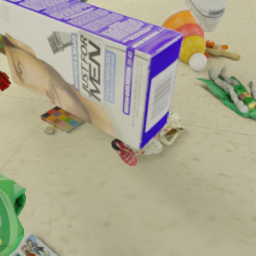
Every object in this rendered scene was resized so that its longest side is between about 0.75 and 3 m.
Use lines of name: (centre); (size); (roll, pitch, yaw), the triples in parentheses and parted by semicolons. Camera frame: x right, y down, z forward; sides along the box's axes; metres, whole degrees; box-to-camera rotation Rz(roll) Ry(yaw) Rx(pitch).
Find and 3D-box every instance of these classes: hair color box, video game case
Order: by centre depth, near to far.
hair color box: (-0.630, -0.902, 3.879); (2.527, 1.381, 0.819); (28, 47, 25)
video game case: (-1.843, 2.975, 4.679); (1.759, 0.212, 1.930); (26, 46, 28)

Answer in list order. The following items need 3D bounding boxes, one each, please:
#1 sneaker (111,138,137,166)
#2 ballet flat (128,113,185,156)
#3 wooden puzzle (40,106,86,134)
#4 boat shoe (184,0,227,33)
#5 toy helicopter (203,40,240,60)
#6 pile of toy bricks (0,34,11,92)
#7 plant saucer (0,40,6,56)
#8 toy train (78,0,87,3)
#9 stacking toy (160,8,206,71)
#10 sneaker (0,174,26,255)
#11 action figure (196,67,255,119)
sneaker: (-0.046, 0.509, 5.808); (0.306, 0.284, 0.759); (-40, 51, -1)
ballet flat: (0.837, 0.269, 7.665); (2.125, 0.804, 0.679); (-35, 78, -30)
wooden puzzle: (-1.881, -0.408, 8.898); (1.244, 0.147, 2.097); (26, 46, 28)
boat shoe: (2.032, -4.022, 8.409); (1.037, 1.021, 2.923); (-14, 59, -7)
toy helicopter: (4.096, -3.368, 12.338); (1.674, 0.660, 1.107); (24, 34, 11)
pile of toy bricks: (-2.991, -2.101, 6.097); (1.418, 2.555, 1.261); (-34, 27, 1)
plant saucer: (-3.279, -2.926, 7.579); (2.588, 0.458, 2.588); (37, 28, -25)
toy train: (-0.990, -3.407, 7.024); (0.222, 0.301, 1.066); (24, -14, -27)
stacking toy: (2.536, -3.423, 11.758); (2.005, 2.005, 2.744); (-7, 58, -8)
sneaker: (-1.660, 0.768, 3.056); (0.794, 0.896, 2.145); (-54, 31, -7)
action figure: (3.697, -1.132, 9.386); (1.650, 0.764, 2.794); (-10, 44, -17)
